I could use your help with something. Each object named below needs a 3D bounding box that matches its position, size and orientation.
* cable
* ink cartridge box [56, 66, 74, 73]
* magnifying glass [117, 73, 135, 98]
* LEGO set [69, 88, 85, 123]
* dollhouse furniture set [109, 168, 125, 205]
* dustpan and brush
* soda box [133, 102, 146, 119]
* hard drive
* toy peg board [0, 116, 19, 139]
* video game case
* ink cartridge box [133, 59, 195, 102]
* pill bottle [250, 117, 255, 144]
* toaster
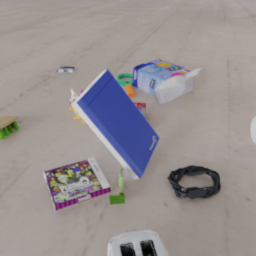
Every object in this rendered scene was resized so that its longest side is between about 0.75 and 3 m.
[{"bbox_3d":[1.840,1.472,7.732,1.443,0.367,1.177,-11,29,-13],"label":"cable"},{"bbox_3d":[-3.366,-3.124,14.939,0.914,0.179,0.455,3,34,6],"label":"ink cartridge box"},{"bbox_3d":[0.000,-2.063,13.223,0.959,0.270,2.408,-4,34,-6],"label":"magnifying glass"},{"bbox_3d":[-1.487,-0.888,10.720,1.214,0.982,2.639,-28,42,-36],"label":"LEGO set"},{"bbox_3d":[-0.298,1.568,7.373,0.390,0.505,1.010,-1,34,-3],"label":"dollhouse furniture set"},{"bbox_3d":[1.551,-1.357,8.583,1.605,1.120,0.459,-20,68,7],"label":"dustpan and brush"},{"bbox_3d":[0.390,-0.389,10.404,0.539,0.488,1.539,3,32,3],"label":"soda box"},{"bbox_3d":[-0.207,-0.129,8.045,0.349,2.753,1.816,-22,25,39],"label":"hard drive"},{"bbox_3d":[-4.488,0.005,9.942,0.981,0.482,0.985,1,28,31],"label":"toy peg board"},{"bbox_3d":[-1.427,1.485,7.709,1.522,0.272,1.379,-14,35,-20],"label":"video game case"},{"bbox_3d":[1.455,-2.329,12.968,1.821,1.019,2.669,-27,40,-36],"label":"ink cartridge box"},{"bbox_3d":[5.088,0.067,9.253,1.739,0.976,0.976,0,33,-2],"label":"pill bottle"},{"bbox_3d":[0.216,2.766,4.776,1.146,1.303,2.017,-6,33,-7],"label":"toaster"}]
